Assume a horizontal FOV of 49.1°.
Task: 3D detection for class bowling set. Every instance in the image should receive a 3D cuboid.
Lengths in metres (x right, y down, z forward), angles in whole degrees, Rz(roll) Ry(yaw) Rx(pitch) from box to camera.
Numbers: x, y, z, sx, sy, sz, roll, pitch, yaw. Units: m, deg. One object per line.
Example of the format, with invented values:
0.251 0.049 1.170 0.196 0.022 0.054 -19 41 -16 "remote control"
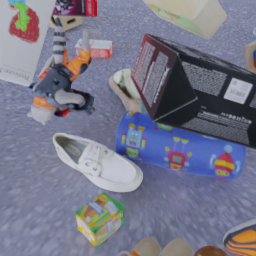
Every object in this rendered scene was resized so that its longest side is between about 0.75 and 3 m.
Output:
0.613 2.355 3.797 1.379 1.788 2.569 -33 46 -31 "bowling set"

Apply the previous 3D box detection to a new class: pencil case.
1.206 0.356 6.521 2.934 1.145 1.274 11 41 12 "pencil case"

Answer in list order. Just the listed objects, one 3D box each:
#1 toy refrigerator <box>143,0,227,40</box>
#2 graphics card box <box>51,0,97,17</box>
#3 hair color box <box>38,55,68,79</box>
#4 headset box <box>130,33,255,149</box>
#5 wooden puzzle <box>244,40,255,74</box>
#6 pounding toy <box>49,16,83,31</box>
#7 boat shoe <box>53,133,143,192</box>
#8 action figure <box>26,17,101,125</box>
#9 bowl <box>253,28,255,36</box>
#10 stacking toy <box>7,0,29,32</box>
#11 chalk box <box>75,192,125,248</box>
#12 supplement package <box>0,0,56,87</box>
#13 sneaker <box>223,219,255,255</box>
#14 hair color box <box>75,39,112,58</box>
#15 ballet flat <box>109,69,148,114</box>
1.343 -3.055 7.155 0.831 0.766 2.189 26 16 -45 "toy refrigerator"
-2.030 -3.862 7.730 2.301 1.443 0.585 2 22 -1 "graphics card box"
-1.622 -1.313 6.026 0.269 0.841 0.466 31 70 -23 "hair color box"
1.293 -0.854 5.275 2.115 1.067 2.845 14 22 -14 "headset box"
3.365 -1.520 6.341 1.439 1.554 0.360 -29 44 -3 "wooden puzzle"
-3.435 -5.231 13.300 1.744 0.908 1.985 -34 47 -24 "pounding toy"
-0.791 0.712 6.227 2.323 0.805 0.823 18 66 26 "boat shoe"
-1.150 -0.780 4.195 1.521 0.796 1.472 12 78 32 "action figure"
6.157 -3.957 11.511 1.675 0.876 1.675 -30 24 14 "bowl"
-1.473 -1.884 3.582 0.285 1.215 0.916 -7 21 -19 "stacking toy"
-0.463 1.695 5.404 0.915 0.566 0.569 -33 51 -32 "chalk box"
-2.317 -2.109 5.077 1.389 2.291 1.372 13 8 -43 "supplement package"
2.748 2.207 4.607 2.142 0.831 1.200 0 39 1 "sneaker"
-1.357 -3.179 11.228 1.377 0.440 0.764 5 41 4 "hair color box"
0.065 -1.284 8.644 0.908 0.897 2.668 -15 42 -16 "ballet flat"
